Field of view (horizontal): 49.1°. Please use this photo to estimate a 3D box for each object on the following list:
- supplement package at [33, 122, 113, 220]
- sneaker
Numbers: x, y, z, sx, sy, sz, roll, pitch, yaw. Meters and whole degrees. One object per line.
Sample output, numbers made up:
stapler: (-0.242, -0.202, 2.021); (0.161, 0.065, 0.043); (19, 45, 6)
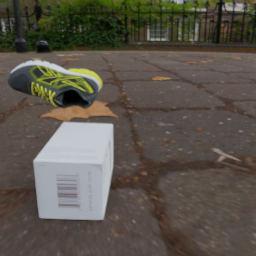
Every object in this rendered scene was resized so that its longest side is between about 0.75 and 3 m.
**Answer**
supplement package: (-1.086, 0.849, 6.417); (1.338, 1.333, 2.280); (1, 20, 2)
sneaker: (-1.903, -1.041, 7.075); (2.405, 0.896, 1.018); (3, 47, 1)
